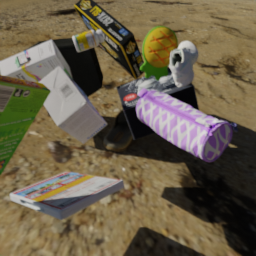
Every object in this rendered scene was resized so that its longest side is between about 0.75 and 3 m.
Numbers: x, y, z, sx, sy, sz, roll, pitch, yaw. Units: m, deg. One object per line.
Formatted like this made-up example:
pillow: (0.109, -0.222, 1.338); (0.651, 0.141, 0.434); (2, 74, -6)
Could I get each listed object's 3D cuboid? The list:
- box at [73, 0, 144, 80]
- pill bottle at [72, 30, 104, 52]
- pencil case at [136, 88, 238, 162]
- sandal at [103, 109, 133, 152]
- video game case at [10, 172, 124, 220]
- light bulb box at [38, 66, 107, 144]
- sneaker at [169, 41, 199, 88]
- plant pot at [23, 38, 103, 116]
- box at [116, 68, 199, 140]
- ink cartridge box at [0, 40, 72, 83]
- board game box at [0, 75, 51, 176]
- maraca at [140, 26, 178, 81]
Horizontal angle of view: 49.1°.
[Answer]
box: (-0.596, -3.184, 9.990); (0.657, 2.127, 2.663); (-42, 66, -4)
pill bottle: (-1.015, -2.260, 7.202); (0.757, 0.427, 0.427); (-20, 36, -5)
pencil case: (0.996, -0.101, 5.375); (0.831, 0.846, 1.980); (-52, 45, -8)
sandal: (-0.111, -0.197, 10.567); (1.159, 0.779, 2.886); (10, 34, 16)
video game case: (-1.291, 1.283, 5.706); (2.049, 0.179, 1.465); (-2, 12, 46)
light bulb box: (-1.214, -0.453, 6.041); (0.752, 1.205, 1.194); (-38, 65, 1)
sneaker: (1.359, -1.749, 6.908); (0.572, 0.652, 1.627); (-16, 41, 31)
plant pot: (-2.098, -2.104, 10.176); (2.050, 2.305, 2.311); (-15, 25, 3)
box: (0.844, -0.839, 8.667); (2.088, 1.087, 1.901); (-20, 29, 1)
ink cartridge box: (-2.365, -1.458, 7.291); (1.478, 1.070, 0.621); (-22, 58, 3)
board game box: (-2.149, 0.197, 4.350); (0.329, 2.197, 1.050); (40, 16, 21)
maraca: (0.850, -2.055, 7.776); (1.003, 1.463, 0.783); (11, 14, -12)
